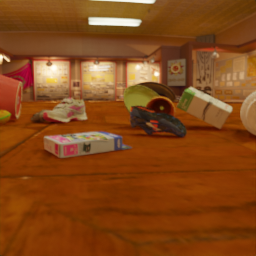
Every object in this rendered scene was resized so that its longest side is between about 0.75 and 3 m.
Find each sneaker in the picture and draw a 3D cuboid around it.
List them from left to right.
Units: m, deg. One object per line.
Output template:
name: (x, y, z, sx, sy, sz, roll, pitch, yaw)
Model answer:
sneaker: (-4.676, -0.613, 14.614, 0.636, 0.593, 1.683, -7, 7, -10)
sneaker: (-3.290, -0.943, 14.550, 1.139, 1.235, 2.799, 4, 8, 30)
sneaker: (1.028, -0.110, 9.960, 2.191, 0.859, 0.825, 22, 22, 22)

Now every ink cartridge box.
ink cartridge box: (-1.058, 0.394, 7.508, 2.062, 0.433, 1.231, -3, 8, -33)
ink cartridge box: (3.289, -0.885, 11.998, 2.039, 0.857, 1.488, 29, 22, 15)

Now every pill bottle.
pill bottle: (4.827, -0.541, 9.806, 1.638, 1.638, 2.959, 3, 8, 24)

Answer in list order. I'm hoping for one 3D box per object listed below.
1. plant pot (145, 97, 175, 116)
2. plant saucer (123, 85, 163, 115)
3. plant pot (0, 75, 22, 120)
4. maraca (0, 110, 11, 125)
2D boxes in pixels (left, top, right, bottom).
plant pot: (1.382, -0.752, 11.930, 1.251, 1.251, 1.146, 1, 14, 11)
plant saucer: (0.772, -0.875, 12.318, 2.393, 2.393, 0.372, -6, -32, -39)
plant pot: (-6.870, -1.550, 14.337, 2.488, 2.812, 2.812, 6, 6, -15)
maraca: (-6.127, -0.433, 13.137, 1.227, 0.656, 0.841, -28, 19, -30)
